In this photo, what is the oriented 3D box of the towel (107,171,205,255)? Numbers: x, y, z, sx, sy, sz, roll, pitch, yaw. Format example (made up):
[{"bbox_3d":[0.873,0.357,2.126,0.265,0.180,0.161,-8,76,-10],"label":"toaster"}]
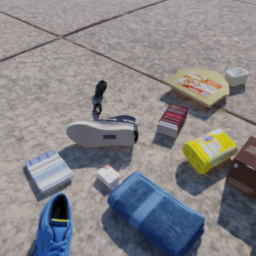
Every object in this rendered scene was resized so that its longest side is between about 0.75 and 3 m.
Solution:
[{"bbox_3d":[0.784,2.523,8.416,2.823,0.685,1.576,33,54,31],"label":"towel"}]

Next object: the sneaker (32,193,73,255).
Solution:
[{"bbox_3d":[-1.938,3.102,7.205,0.972,1.156,2.949,11,49,-19],"label":"sneaker"}]

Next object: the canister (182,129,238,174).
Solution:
[{"bbox_3d":[3.017,0.821,10.286,1.661,0.719,1.234,-21,57,-23],"label":"canister"}]

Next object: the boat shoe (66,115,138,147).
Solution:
[{"bbox_3d":[-0.948,0.047,11.209,2.820,1.053,1.307,6,28,4],"label":"boat shoe"}]

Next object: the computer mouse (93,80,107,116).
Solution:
[{"bbox_3d":[-1.252,-1.399,13.057,0.688,0.399,2.346,-29,40,29],"label":"computer mouse"}]

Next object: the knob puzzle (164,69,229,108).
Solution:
[{"bbox_3d":[3.631,-2.115,13.887,3.193,0.443,3.193,3,41,-3],"label":"knob puzzle"}]

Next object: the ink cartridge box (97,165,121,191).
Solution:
[{"bbox_3d":[-0.619,1.724,9.685,0.507,0.294,0.870,-33,52,-31],"label":"ink cartridge box"}]

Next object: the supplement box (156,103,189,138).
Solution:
[{"bbox_3d":[1.895,-0.350,11.867,0.878,0.491,1.614,19,45,20],"label":"supplement box"}]

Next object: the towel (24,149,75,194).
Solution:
[{"bbox_3d":[-2.821,1.512,9.974,1.251,0.203,1.704,-26,46,-25],"label":"towel"}]

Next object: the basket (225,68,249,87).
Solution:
[{"bbox_3d":[5.513,-2.592,14.307,1.013,0.625,0.687,-14,43,-17],"label":"basket"}]

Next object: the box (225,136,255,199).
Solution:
[{"bbox_3d":[4.258,1.315,9.438,1.230,1.217,1.483,30,50,30],"label":"box"}]
